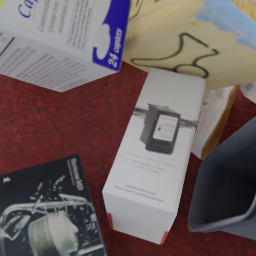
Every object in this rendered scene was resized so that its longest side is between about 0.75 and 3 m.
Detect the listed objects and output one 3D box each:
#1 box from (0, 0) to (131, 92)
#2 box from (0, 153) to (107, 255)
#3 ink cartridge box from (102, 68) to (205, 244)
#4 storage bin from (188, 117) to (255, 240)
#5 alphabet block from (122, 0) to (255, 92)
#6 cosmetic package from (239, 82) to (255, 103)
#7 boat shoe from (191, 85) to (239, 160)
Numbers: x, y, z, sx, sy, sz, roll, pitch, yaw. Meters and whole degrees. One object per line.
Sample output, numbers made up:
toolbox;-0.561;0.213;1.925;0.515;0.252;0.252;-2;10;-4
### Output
box;-1.914;-1.915;5.166;2.907;2.673;1.525;15;80;-33
box;-1.645;1.911;5.405;2.079;1.311;2.115;-15;57;-12
ink cartridge box;0.600;0.560;5.803;1.223;2.130;2.933;14;57;11
storage bin;2.537;1.156;5.171;1.842;2.743;1.996;20;64;0
alphabet block;1.618;-2.432;5.655;2.613;2.676;2.627;21;77;-30
cosmetic package;3.480;-0.999;7.576;0.978;0.496;0.348;17;42;-42
boat shoe;2.063;-0.475;7.273;1.020;1.042;2.944;19;54;21
